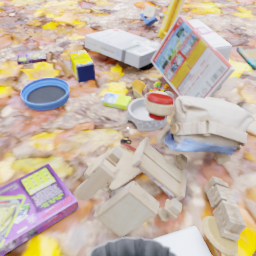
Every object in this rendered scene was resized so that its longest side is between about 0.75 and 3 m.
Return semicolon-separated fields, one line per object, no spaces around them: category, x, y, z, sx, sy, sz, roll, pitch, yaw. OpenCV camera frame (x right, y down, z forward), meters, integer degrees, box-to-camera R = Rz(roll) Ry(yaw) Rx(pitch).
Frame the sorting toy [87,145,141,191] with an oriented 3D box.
sorting toy;-0.283;1.004;7.178;1.187;0.217;1.099;-26;48;-31

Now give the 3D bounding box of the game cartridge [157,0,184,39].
game cartridge;1.690;-4.485;10.658;0.387;2.104;2.386;19;15;-6

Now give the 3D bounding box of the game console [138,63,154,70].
game console;0.401;-2.719;11.352;1.401;0.169;0.826;24;47;26

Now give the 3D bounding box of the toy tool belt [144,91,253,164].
toy tool belt;1.525;0.121;6.650;2.581;1.586;1.611;5;20;-17

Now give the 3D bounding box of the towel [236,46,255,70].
towel;5.454;-2.946;11.587;1.337;0.198;1.823;-3;42;-5

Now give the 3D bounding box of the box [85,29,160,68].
box;-0.079;-3.293;11.304;2.650;0.545;2.066;28;37;23

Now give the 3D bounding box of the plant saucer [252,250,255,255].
plant saucer;3.303;2.874;4.849;2.262;0.414;2.262;-1;45;1

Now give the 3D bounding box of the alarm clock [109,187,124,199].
alarm clock;-0.129;1.471;6.178;0.552;0.819;0.273;-13;61;-15

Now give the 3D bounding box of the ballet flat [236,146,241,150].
ballet flat;2.719;0.442;7.592;0.849;0.197;0.286;24;5;-26

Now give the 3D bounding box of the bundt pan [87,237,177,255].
bundt pan;0.052;2.537;4.660;1.679;0.630;1.679;-3;8;0

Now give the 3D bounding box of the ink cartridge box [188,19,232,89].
ink cartridge box;2.507;-2.650;10.112;0.996;1.700;2.352;-11;43;-12

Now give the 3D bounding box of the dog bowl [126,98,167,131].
dog bowl;0.567;-0.460;8.667;1.299;0.381;1.299;0;42;0

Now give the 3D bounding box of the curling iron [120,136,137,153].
curling iron;0.297;0.586;7.450;1.210;0.155;0.300;32;84;16

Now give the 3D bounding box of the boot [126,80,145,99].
boot;0.406;-1.322;9.599;0.625;0.307;0.873;-35;65;-30

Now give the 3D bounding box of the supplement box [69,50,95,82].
supplement box;-1.743;-2.352;10.566;0.657;0.661;1.207;-15;43;-16

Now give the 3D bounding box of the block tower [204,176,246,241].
block tower;2.024;1.645;5.911;0.379;0.406;1.404;20;29;-11

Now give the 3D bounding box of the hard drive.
hard drive;0.935;2.535;5.535;1.319;0.173;0.870;-12;44;-14

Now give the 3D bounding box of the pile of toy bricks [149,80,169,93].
pile of toy bricks;1.033;-1.444;9.674;0.465;0.414;0.838;25;44;39

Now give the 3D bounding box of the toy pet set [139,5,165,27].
toy pet set;1.297;-5.509;14.254;1.630;0.866;1.522;17;10;14

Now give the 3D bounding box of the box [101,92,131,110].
box;-0.395;-0.893;9.272;0.883;0.210;0.538;13;43;14

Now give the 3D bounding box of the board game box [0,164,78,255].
board game box;-2.493;1.832;6.099;2.417;0.390;1.451;-27;43;-27

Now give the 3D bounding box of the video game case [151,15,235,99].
video game case;1.863;-1.974;8.720;0.221;1.808;2.529;-10;57;-41

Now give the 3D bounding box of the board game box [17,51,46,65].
board game box;-3.980;-2.897;11.567;1.123;0.181;0.674;-10;47;-11

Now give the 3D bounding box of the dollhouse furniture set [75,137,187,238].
dollhouse furniture set;0.153;1.065;6.399;2.059;1.179;2.414;41;32;-8

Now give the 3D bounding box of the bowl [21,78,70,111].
bowl;-2.777;-1.154;9.491;1.599;0.314;1.599;0;42;0

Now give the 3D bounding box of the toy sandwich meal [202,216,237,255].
toy sandwich meal;1.787;2.201;5.555;0.931;0.319;0.931;26;29;-16
